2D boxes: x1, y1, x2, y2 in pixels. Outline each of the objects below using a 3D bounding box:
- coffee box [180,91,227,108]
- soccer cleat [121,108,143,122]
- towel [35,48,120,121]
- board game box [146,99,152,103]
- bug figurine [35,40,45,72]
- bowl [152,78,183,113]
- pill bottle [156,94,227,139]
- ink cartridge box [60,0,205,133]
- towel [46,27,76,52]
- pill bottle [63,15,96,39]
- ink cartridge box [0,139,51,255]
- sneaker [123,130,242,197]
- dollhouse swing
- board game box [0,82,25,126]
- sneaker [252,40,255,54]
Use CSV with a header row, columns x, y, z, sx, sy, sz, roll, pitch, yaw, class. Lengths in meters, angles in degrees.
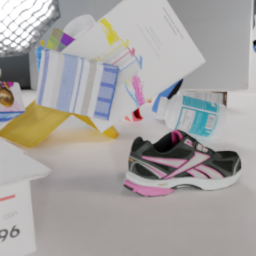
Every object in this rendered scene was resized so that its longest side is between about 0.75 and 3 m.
x,y,z,sx,sy,sz,roll,pitch,yaw,class
4.050,-1.509,15.032,2.286,0.911,1.307,5,11,25,coffee box
0.054,-1.273,9.706,0.842,2.300,0.784,13,32,35,soccer cleat
-0.946,-0.773,5.093,1.437,1.056,0.171,14,13,1,towel
0.604,-1.935,8.558,0.436,1.881,1.425,5,43,2,board game box
-2.279,-1.998,9.373,0.737,2.221,2.864,13,30,12,bug figurine
1.645,-1.373,11.498,0.368,1.873,1.873,35,20,13,bowl
1.602,-0.334,7.292,1.678,0.929,0.929,14,11,2,pill bottle
-0.109,-1.341,5.947,2.775,1.738,1.784,-34,9,16,ink cartridge box
-1.528,-1.797,7.272,1.492,1.072,0.170,34,22,13,towel
-0.722,-1.722,7.893,1.524,2.751,1.524,-30,-2,-1,pill bottle
-1.930,0.632,2.463,1.634,0.955,2.816,-11,14,-38,ink cartridge box
0.883,0.434,4.096,1.932,0.834,0.776,-4,12,-27,sneaker
-1.779,0.010,7.510,2.134,2.064,2.348,-42,18,-2,dollhouse swing
-3.522,-0.018,4.178,2.719,0.561,2.726,-20,-7,34,board game box
4.209,-2.723,8.962,0.329,0.374,0.838,-19,25,52,sneaker
